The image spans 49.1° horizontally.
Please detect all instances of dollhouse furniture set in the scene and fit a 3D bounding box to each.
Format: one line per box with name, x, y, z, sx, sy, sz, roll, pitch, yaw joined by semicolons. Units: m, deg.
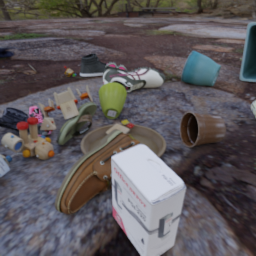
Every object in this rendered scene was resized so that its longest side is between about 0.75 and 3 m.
dollhouse furniture set;-2.018;-0.717;9.401;1.744;0.898;1.725;-21;2;-8

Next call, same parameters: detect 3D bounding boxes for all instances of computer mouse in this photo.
computer mouse;-3.763;-0.200;9.035;1.294;0.492;1.868;22;10;-18

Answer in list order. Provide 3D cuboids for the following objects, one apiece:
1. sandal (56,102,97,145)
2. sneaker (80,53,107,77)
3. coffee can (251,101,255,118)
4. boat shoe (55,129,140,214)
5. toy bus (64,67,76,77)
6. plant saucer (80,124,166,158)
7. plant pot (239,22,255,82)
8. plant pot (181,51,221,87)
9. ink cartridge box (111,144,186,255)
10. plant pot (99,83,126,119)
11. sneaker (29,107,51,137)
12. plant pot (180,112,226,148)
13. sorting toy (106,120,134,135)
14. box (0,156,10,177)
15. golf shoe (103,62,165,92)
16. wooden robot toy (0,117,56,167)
sandal;-1.514;-0.069;8.905;0.599;0.833;2.098;22;40;9
sneaker;-1.531;-3.492;15.221;2.304;1.142;0.814;-13;28;-27
coffee can;4.640;-0.538;9.642;0.580;0.580;0.793;1;40;1
boat shoe;-0.556;0.959;6.252;0.845;0.894;2.485;24;52;21
toy bus;-3.191;-2.916;14.940;0.685;0.354;0.646;12;36;-49
plant saucer;-0.134;0.542;8.014;2.417;0.356;2.417;0;26;0
plant pot;7.527;-3.836;14.224;2.771;2.779;2.831;12;22;27
plant pot;3.534;-2.696;13.384;1.458;1.551;1.551;25;34;19
ink cartridge box;0.282;1.295;4.850;0.695;1.639;1.194;-20;42;-28
plant pot;-0.586;-0.906;10.305;1.069;1.069;1.143;0;45;-1
sneaker;-2.967;-0.243;9.172;0.608;0.734;1.540;-12;30;-28
plant pot;2.259;0.032;8.385;1.042;1.052;1.052;-2;26;-20
sorting toy;-0.291;0.141;8.692;0.534;0.187;1.107;24;49;32
box;-3.845;0.875;6.189;1.571;0.896;1.709;25;55;40
golf shoe;0.257;-2.092;12.823;2.873;1.109;1.266;6;56;-4
wooden robot toy;-2.533;0.464;7.577;1.087;1.055;2.395;25;36;20
